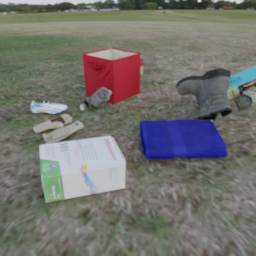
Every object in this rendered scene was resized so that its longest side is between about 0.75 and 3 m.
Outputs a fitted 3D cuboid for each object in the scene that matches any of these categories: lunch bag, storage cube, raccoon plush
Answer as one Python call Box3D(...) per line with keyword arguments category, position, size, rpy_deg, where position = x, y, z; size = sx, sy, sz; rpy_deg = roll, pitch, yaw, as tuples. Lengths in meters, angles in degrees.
Box3D(category="lunch bag", position=(5.118, -1.215, 11.478), size=(1.036, 0.743, 1.263), rpy_deg=(-18, -8, -14))
Box3D(category="storage cube", position=(-0.840, -2.752, 14.475), size=(2.115, 2.224, 2.474), rpy_deg=(21, 35, 35))
Box3D(category="raccoon plush", position=(-1.421, -1.216, 12.661), size=(1.563, 0.756, 1.048), rpy_deg=(-44, 7, -7))

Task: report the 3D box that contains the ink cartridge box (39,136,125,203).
Box3D(category="ink cartridge box", position=(-1.347, 1.123, 8.190), size=(2.259, 0.988, 1.641), rpy_deg=(-9, 29, -15))

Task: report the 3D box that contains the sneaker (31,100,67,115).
Box3D(category="sneaker", position=(-3.615, -0.963, 12.762), size=(1.637, 0.593, 0.588), rpy_deg=(0, 26, -3))

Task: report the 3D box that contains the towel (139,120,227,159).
Box3D(category="towel", position=(1.846, 0.452, 9.977), size=(2.803, 0.695, 2.070), rpy_deg=(-1, 34, -2))

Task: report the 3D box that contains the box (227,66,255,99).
Box3D(category="box", position=(4.341, -1.692, 11.711), size=(2.310, 0.951, 0.568), rpy_deg=(-23, 65, 17))

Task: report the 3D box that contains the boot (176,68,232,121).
Box3D(category="boot", position=(2.831, -1.147, 11.029), size=(0.928, 1.791, 2.742), rpy_deg=(11, -11, -30))

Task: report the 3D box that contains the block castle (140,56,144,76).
Box3D(category="block castle", position=(-0.139, -4.466, 18.819), size=(1.916, 1.345, 2.868), rpy_deg=(-5, 28, -10))

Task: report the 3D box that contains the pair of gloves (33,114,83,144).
Box3D(category="pair of gloves", position=(-2.751, 0.028, 10.991), size=(1.569, 0.323, 1.845), rpy_deg=(-28, 32, -27))
